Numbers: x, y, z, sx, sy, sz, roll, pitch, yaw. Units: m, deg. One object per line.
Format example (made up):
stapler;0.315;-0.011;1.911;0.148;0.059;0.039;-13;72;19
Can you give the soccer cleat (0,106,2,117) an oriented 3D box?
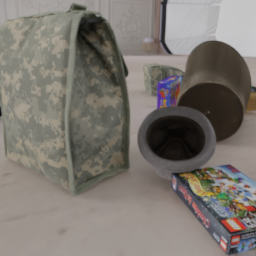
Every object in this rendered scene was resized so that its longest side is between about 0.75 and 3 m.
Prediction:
soccer cleat;-4.405;-0.310;8.420;0.688;0.573;1.699;40;27;20

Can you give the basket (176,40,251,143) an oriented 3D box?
basket;2.360;-0.948;7.765;1.924;2.551;2.829;-20;16;29

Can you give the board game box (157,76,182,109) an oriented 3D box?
board game box;1.381;-0.994;9.250;0.411;1.234;1.835;7;19;19

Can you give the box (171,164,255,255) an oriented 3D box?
box;1.520;1.098;4.215;1.154;0.318;1.690;-5;18;-15

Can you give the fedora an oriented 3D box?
fedora;0.916;0.371;5.452;1.460;0.745;1.650;-1;41;4

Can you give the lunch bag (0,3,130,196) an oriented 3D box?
lunch bag;-1.294;-0.680;5.389;2.453;2.991;1.758;14;23;39

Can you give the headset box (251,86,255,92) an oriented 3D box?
headset box;4.765;-1.291;11.218;1.128;0.601;1.296;-2;18;-7

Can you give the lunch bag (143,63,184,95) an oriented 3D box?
lunch bag;1.673;-2.321;13.091;1.651;1.371;1.968;-8;17;-5

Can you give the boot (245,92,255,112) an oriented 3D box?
boot;3.532;-0.707;9.136;1.773;0.669;2.024;-6;7;27
